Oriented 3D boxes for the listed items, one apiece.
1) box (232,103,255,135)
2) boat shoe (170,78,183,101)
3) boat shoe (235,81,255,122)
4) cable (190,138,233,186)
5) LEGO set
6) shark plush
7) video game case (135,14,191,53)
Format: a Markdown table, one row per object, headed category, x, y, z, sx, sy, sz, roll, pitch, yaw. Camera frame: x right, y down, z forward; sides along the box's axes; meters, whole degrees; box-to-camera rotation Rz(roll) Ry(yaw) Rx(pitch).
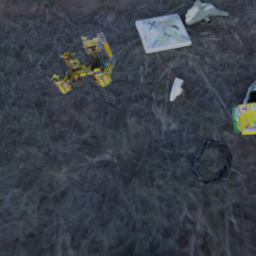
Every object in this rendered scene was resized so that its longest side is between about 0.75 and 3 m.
| category | x | y | z | sx | sy | sz | roll | pitch | yaw |
| --- | --- | --- | --- | --- | --- | --- | --- | --- | --- |
| box | 3.464 | -0.256 | 7.299 | 1.362 | 0.329 | 0.799 | -6 | 69 | 24 |
| boat shoe | 2.138 | -1.650 | 12.231 | 0.429 | 0.436 | 1.229 | 15 | 56 | 11 |
| boat shoe | 5.508 | -1.307 | 11.756 | 1.051 | 0.891 | 2.886 | 33 | 67 | 16 |
| cable | 2.057 | 0.889 | 6.902 | 1.000 | 0.311 | 1.226 | 25 | 69 | -5 |
| LEGO set | -1.505 | -2.127 | 8.920 | 2.242 | 1.299 | 1.724 | 0 | 47 | 29 |
| shark plush | 3.990 | -5.801 | 14.501 | 2.361 | 1.073 | 0.983 | -5 | 81 | -26 |
| video game case | 1.716 | -4.731 | 13.952 | 2.274 | 0.250 | 2.073 | -12 | 63 | -7 |
